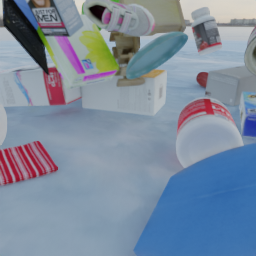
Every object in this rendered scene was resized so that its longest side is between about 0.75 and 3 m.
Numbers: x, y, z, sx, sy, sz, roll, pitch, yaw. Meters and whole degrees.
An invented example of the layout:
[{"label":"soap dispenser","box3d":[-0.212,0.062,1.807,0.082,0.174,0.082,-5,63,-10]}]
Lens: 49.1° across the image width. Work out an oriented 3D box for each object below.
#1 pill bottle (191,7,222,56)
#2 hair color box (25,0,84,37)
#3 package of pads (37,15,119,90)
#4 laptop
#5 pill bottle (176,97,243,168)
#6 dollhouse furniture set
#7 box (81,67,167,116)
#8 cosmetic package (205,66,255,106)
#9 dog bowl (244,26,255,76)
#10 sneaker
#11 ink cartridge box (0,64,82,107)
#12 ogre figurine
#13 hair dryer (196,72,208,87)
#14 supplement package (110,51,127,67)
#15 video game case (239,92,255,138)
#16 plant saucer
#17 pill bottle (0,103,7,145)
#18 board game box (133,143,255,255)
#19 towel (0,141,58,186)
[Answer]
[{"label":"pill bottle","box3d":[2.253,-2.819,8.179,0.691,1.248,0.691,-17,5,1]},{"label":"hair color box","box3d":[-1.497,-2.466,5.047,0.778,1.572,0.477,13,52,34]},{"label":"package of pads","box3d":[-1.282,-2.085,7.435,1.524,1.973,0.673,-20,-14,-37]},{"label":"laptop","box3d":[-2.431,-2.932,7.773,1.092,1.875,2.115,-26,53,7]},{"label":"pill bottle","box3d":[1.670,0.047,6.046,1.209,1.209,2.154,4,21,10]},{"label":"dollhouse furniture set","box3d":[0.407,-2.496,7.732,1.486,1.961,2.237,-6,-15,-12]},{"label":"box","box3d":[-0.117,-1.341,9.586,2.541,1.239,1.581,8,22,19]},{"label":"cosmetic package","box3d":[4.260,-1.677,10.691,2.521,1.137,1.347,-14,28,-38]},{"label":"dog bowl","box3d":[3.404,-1.831,6.130,1.648,1.648,0.608,4,57,10]},{"label":"sneaker","box3d":[-0.156,-1.446,3.707,1.014,0.412,0.447,17,36,4]},{"label":"ink cartridge box","box3d":[-2.931,-1.571,9.849,2.863,1.226,2.113,2,20,19]},{"label":"ogre figurine","box3d":[-0.724,-4.138,9.089,2.762,1.355,1.656,-49,34,-12]},{"label":"hair dryer","box3d":[4.005,-2.206,12.693,1.775,0.633,2.330,11,25,23]},{"label":"supplement package","box3d":[-0.198,-2.354,11.744,2.127,1.564,2.034,5,22,16]},{"label":"video game case","box3d":[4.691,-0.341,7.835,2.865,0.651,2.597,7,21,18]},{"label":"plant saucer","box3d":[0.427,-1.177,4.500,1.157,0.158,1.157,-32,-5,-3]},{"label":"pill bottle","box3d":[-4.120,-0.113,6.206,2.446,1.392,1.392,2,21,8]},{"label":"board game box","box3d":[1.406,1.035,3.654,2.200,0.542,2.784,-22,10,28]},{"label":"towel","box3d":[-2.562,0.744,5.640,1.952,0.219,1.411,-11,25,-27]}]
